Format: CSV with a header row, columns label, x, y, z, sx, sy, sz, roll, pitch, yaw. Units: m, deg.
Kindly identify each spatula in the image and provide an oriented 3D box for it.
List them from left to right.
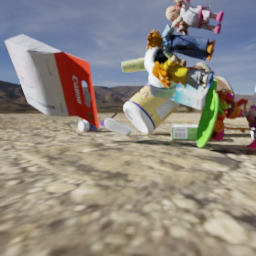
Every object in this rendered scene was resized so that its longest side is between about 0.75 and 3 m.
label,x,y,z,sx,sy,sz,roll,pitch,yaw
spatula,-0.748,-0.360,11.240,0.265,0.096,0.939,31,52,26

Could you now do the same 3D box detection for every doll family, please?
label,x,y,z,sx,sy,sz,roll,pitch,yaw
doll family,0.888,-1.272,4.853,1.122,1.807,0.814,19,51,23

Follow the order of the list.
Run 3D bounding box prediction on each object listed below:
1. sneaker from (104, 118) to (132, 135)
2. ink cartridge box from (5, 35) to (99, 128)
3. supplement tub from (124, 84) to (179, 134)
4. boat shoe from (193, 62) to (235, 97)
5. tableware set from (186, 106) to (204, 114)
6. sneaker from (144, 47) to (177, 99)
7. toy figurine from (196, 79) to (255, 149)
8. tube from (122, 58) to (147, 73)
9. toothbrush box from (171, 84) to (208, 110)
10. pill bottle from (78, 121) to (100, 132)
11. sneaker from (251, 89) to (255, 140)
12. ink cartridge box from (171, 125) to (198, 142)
label,x,y,z,sx,sy,sz,roll,pitch,yaw
sneaker,-0.359,0.001,10.252,1.119,0.414,0.459,28,2,25
ink cartridge box,-2.087,-1.174,7.752,2.691,2.188,0.768,32,53,32
supplement tub,0.993,-0.911,10.555,2.004,1.457,1.457,-43,18,-14
boat shoe,2.789,-1.426,9.692,0.793,0.837,2.210,-24,46,-9
tableware set,2.581,-0.873,10.505,0.948,0.132,1.134,-30,16,21
sneaker,1.012,-1.880,7.806,1.000,0.969,2.738,4,36,-4
toy figurine,2.617,-0.188,6.590,1.601,1.739,1.306,14,-24,1
tube,0.561,-2.320,10.189,1.577,0.458,0.409,-6,42,12
toothbrush box,1.990,-1.106,8.853,1.059,0.452,0.775,21,52,29
pill bottle,-1.647,-0.089,11.734,0.483,0.483,0.835,4,6,44
sneaker,3.558,-0.510,7.064,0.788,2.158,0.764,0,45,9
ink cartridge box,1.875,0.127,9.070,0.774,0.442,1.490,1,4,17
